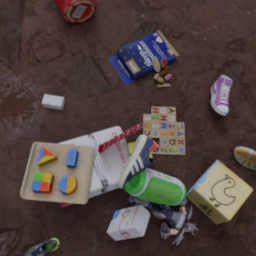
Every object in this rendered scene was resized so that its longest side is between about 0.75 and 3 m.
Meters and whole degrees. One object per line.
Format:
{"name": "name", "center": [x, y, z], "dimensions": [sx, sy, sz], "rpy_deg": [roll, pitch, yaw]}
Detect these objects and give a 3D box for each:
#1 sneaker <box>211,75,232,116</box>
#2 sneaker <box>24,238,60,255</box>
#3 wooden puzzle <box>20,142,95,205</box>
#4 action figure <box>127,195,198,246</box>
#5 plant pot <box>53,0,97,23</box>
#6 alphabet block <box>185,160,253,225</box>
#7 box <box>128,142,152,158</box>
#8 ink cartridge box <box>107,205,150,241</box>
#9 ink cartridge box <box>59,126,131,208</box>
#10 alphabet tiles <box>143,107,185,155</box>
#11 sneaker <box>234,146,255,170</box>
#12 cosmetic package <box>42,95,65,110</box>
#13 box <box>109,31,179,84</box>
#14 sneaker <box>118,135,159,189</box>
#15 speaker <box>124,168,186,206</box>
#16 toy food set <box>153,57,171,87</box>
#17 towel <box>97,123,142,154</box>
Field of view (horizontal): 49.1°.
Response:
{"name": "sneaker", "center": [3.931, -1.448, 11.629], "dimensions": [0.669, 1.052, 1.846], "rpy_deg": [12, 49, -12]}
{"name": "sneaker", "center": [-3.086, 4.274, 9.810], "dimensions": [1.316, 0.533, 0.486], "rpy_deg": [-29, 69, -12]}
{"name": "wooden puzzle", "center": [-2.351, 1.452, 9.492], "dimensions": [2.207, 0.511, 2.044], "rpy_deg": [6, 63, -2]}
{"name": "action figure", "center": [1.291, 3.019, 10.076], "dimensions": [2.676, 0.928, 1.741], "rpy_deg": [30, 44, 9]}
{"name": "plant pot", "center": [-2.615, -6.366, 13.732], "dimensions": [2.048, 2.048, 1.865], "rpy_deg": [-23, 77, -10]}
{"name": "alphabet block", "center": [3.216, 2.353, 10.127], "dimensions": [1.539, 1.511, 1.503], "rpy_deg": [41, 74, 16]}
{"name": "box", "center": [0.504, 0.978, 10.405], "dimensions": [0.623, 1.654, 0.415], "rpy_deg": [-12, 64, 11]}
{"name": "ink cartridge box", "center": [0.018, 3.273, 9.653], "dimensions": [0.545, 1.289, 0.931], "rpy_deg": [50, 38, -21]}
{"name": "ink cartridge box", "center": [-1.386, 1.439, 10.577], "dimensions": [2.947, 1.228, 2.140], "rpy_deg": [-16, 68, -13]}
{"name": "alphabet tiles", "center": [1.498, 0.093, 11.795], "dimensions": [1.745, 0.079, 2.088], "rpy_deg": [1, 72, 1]}
{"name": "sneaker", "center": [5.415, 1.108, 11.137], "dimensions": [2.436, 0.921, 1.068], "rpy_deg": [18, 53, 4]}
{"name": "cosmetic package", "center": [-3.263, -1.124, 12.280], "dimensions": [0.881, 0.358, 0.497], "rpy_deg": [7, 65, 4]}
{"name": "box", "center": [0.711, -3.342, 13.210], "dimensions": [2.895, 0.469, 1.753], "rpy_deg": [-28, 70, -11]}
{"name": "sneaker", "center": [0.331, 1.140, 8.447], "dimensions": [0.764, 0.678, 1.807], "rpy_deg": [25, 105, -9]}
{"name": "speaker", "center": [0.931, 1.997, 9.504], "dimensions": [2.333, 1.032, 1.032], "rpy_deg": [25, 60, -38]}
{"name": "toy food set", "center": [1.568, -2.544, 12.821], "dimensions": [0.853, 0.211, 1.342], "rpy_deg": [-3, 91, -11]}
{"name": "towel", "center": [-0.308, 0.395, 9.752], "dimensions": [1.704, 1.232, 0.192], "rpy_deg": [-28, 84, -11]}
